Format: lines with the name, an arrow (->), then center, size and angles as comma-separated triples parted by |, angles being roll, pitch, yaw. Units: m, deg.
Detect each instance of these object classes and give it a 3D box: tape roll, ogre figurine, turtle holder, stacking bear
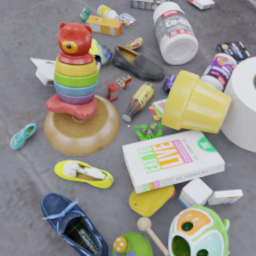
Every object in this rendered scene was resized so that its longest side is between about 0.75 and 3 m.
tape roll -> 4.714, -0.803, 9.704 | 2.842, 1.951, 2.842 | 0, 55, 1
ogre figurine -> 0.734, 0.180, 9.778 | 1.014, 0.497, 0.608 | -6, 91, -12
turtle holder -> 1.644, 3.033, 7.230 | 1.376, 1.938, 1.472 | -6, 38, -47
stacking bear -> -1.734, -1.959, 9.188 | 1.698, 2.796, 1.590 | 13, 33, 9

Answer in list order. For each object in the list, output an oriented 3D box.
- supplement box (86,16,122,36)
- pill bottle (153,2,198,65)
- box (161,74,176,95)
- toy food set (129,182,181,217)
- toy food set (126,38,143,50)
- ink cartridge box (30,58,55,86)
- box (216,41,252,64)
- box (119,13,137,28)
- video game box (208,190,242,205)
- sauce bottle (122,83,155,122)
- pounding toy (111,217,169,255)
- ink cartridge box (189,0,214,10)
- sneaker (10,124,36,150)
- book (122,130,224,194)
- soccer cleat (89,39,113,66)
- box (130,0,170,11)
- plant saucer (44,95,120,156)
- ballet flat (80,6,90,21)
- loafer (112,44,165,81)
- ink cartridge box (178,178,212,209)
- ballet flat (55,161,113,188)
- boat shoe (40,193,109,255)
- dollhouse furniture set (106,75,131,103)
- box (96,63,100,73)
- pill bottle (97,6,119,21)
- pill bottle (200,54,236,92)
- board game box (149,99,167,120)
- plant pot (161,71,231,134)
supplement box -> -1.139, -4.905, 13.471 | 1.636, 0.563, 0.544 | 15, 56, 8
pill bottle -> 1.990, -4.232, 12.363 | 1.534, 1.534, 2.694 | -7, 55, -5
box -> 1.738, -1.707, 11.186 | 0.555, 0.310, 0.786 | 35, 56, -8
toy food set -> 0.853, 2.048, 8.415 | 1.781, 0.582, 1.048 | -36, 37, -28
toy food set -> 0.267, -3.757, 12.636 | 0.860, 0.209, 0.851 | -18, 30, 12
ink cartridge box -> -2.918, -2.171, 11.137 | 1.618, 0.352, 1.404 | -7, 44, -50
box -> 4.726, -3.367, 12.523 | 1.167, 0.292, 1.176 | -11, 57, -7
box -> -0.061, -5.386, 14.023 | 0.627, 0.183, 0.916 | -36, 62, -23
video game box -> 2.864, 2.078, 8.338 | 0.778, 0.854, 0.200 | -2, 61, -2
sauce bottle -> 0.395, -0.970, 10.692 | 0.581, 0.581, 1.797 | 26, 61, 17
pounding toy -> 0.027, 3.160, 7.135 | 1.647, 0.764, 1.272 | -46, 44, 11
ink cartridge box -> 3.834, -6.711, 14.785 | 0.910, 0.269, 1.136 | -25, 62, -29
sneaker -> -3.649, 0.269, 9.759 | 0.441, 0.453, 1.137 | 43, 66, -20
book -> 1.328, 1.009, 8.770 | 2.689, 0.646, 1.797 | -14, 34, -6
soccer cleat -> -1.550, -3.424, 12.375 | 2.033, 0.657, 0.850 | 37, 88, 30
box -> 1.237, -6.943, 14.937 | 1.996, 0.490, 1.609 | 10, 54, 7
plant saucer -> -1.708, -0.314, 10.251 | 2.831, 0.501, 2.831 | 0, 55, 0
ballet flat -> -2.233, -5.768, 14.242 | 0.397, 0.397, 1.069 | 10, 53, 7
loafer -> 0.415, -2.698, 11.680 | 2.439, 0.882, 0.888 | 23, 58, 13
ink cartridge box -> 1.991, 2.030, 8.370 | 0.633, 0.863, 0.630 | -34, 62, -22
ballet flat -> -1.449, 1.395, 8.919 | 2.002, 0.671, 0.669 | 14, 65, 10
boat shoe -> -1.490, 2.641, 7.876 | 2.679, 0.919, 1.127 | 30, 61, 24
dollhouse furniture set -> -0.322, -1.550, 11.092 | 1.123, 0.604, 0.457 | -28, 59, -26
box -> -1.754, -2.628, 12.026 | 1.079, 0.270, 0.406 | 7, 55, 6
pill bottle -> -0.962, -5.593, 13.909 | 0.604, 0.604, 1.070 | -39, 63, -24
pill bottle -> 3.430, -1.968, 10.983 | 0.939, 0.939, 1.685 | 30, 79, 20
board game box -> 1.627, -0.798, 10.787 | 1.536, 0.230, 0.734 | -18, 56, -9
plant pot -> 2.247, -0.681, 9.102 | 1.785, 1.898, 1.898 | 22, 58, 14
